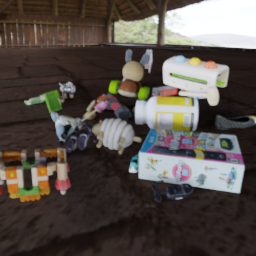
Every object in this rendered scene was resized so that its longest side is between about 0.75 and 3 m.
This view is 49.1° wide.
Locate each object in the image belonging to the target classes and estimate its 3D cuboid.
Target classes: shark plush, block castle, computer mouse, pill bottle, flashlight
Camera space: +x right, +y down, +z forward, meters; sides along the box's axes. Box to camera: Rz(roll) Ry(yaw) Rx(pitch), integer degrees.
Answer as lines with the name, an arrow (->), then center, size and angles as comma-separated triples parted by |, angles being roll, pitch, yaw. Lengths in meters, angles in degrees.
shark plush -> -2.030, 0.145, 9.384 | 1.063, 0.975, 2.340 | 14, 4, -26
block castle -> -2.538, 1.213, 7.285 | 2.002, 0.939, 1.338 | -3, 17, -14
computer mouse -> 1.109, 1.586, 7.184 | 1.020, 0.235, 0.717 | -13, 33, -5
pill bottle -> 1.529, -0.575, 11.279 | 2.408, 1.349, 1.349 | 3, 21, 7
flashlight -> -0.625, -0.970, 13.194 | 0.765, 0.768, 2.260 | -43, 31, 0

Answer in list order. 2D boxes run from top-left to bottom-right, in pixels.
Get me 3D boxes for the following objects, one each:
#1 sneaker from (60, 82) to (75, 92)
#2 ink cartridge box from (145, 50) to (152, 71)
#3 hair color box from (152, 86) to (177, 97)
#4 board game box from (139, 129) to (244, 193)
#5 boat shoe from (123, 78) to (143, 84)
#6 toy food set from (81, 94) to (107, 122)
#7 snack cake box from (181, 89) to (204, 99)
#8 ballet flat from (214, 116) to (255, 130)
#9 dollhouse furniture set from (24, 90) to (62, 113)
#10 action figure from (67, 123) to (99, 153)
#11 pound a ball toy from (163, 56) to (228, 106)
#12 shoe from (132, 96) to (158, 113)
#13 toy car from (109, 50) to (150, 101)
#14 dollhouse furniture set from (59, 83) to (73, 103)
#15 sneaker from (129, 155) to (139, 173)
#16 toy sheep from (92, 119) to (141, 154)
sneaker -> -3.906, -2.554, 17.572 | 0.835, 0.512, 1.283 | -2, 30, -29
ink cartridge box -> 1.068, -3.601, 15.153 | 0.318, 0.688, 1.263 | 5, 48, 11
hair color box -> 2.186, -2.177, 16.716 | 1.421, 0.435, 0.721 | -13, 25, -33
board game box -> 1.831, 0.844, 8.301 | 2.720, 0.874, 2.006 | 5, 21, 13
boat shoe -> 0.382, -3.057, 18.723 | 0.714, 0.753, 2.154 | 10, 15, 27
toy food set -> -1.396, -0.919, 12.667 | 1.344, 0.333, 2.115 | -33, 19, 24
snack cake box -> 3.862, -2.108, 16.468 | 0.833, 0.487, 1.448 | -8, 23, -24
ballet flat -> 4.539, -0.301, 11.660 | 1.991, 0.565, 0.662 | -7, 22, -16
dollhouse furniture set -> -4.236, -1.240, 14.392 | 1.241, 0.959, 2.484 | -26, 13, -35
action figure -> -1.612, 0.273, 10.128 | 1.153, 0.615, 1.772 | 2, 21, 11
pound a ball toy -> 2.470, -1.919, 10.429 | 2.634, 1.119, 1.717 | 22, 41, 37
shoe -> 0.924, -1.147, 13.911 | 0.689, 0.526, 1.972 | 18, 28, 39
toy car -> 0.266, -2.793, 14.582 | 1.911, 2.326, 1.835 | 14, 13, 7
dollhouse furniture set -> -3.534, -1.973, 15.569 | 0.981, 0.879, 1.239 | -5, 22, -12
sneaker -> 0.265, 1.025, 8.505 | 0.356, 0.366, 0.919 | 5, 21, 12
toy sheep -> -0.402, 0.245, 9.606 | 1.736, 1.197, 1.197 | 18, 24, 8
